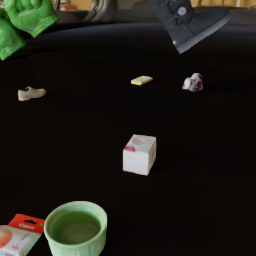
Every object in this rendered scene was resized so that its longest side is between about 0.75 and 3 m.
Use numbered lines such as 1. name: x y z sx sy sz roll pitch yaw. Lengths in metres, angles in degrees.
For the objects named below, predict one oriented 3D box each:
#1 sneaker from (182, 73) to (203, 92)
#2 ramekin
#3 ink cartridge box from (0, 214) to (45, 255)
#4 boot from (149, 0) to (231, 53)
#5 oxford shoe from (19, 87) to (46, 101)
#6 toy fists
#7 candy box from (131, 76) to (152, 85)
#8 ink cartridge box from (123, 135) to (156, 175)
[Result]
1. sneaker: 2.955 -1.874 12.166 0.681 0.634 1.578 33 39 19
2. ramekin: -0.818 1.691 4.519 0.984 0.480 0.984 0 25 0
3. ink cartridge box: -1.852 1.753 4.712 0.715 0.221 0.881 7 29 15
4. boot: 1.292 -2.864 6.222 1.514 1.836 0.603 -36 19 -1
5. oxford shoe: -3.819 -1.440 11.230 0.417 0.435 1.177 19 31 34
6. toy fists: -2.473 -2.307 6.111 1.896 0.966 0.652 -27 22 20
7. candy box: 0.655 -2.267 13.340 0.530 0.137 1.037 19 31 30
8. ink cartridge box: 0.294 0.615 6.678 0.596 0.593 0.820 8 26 16
